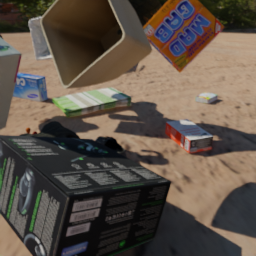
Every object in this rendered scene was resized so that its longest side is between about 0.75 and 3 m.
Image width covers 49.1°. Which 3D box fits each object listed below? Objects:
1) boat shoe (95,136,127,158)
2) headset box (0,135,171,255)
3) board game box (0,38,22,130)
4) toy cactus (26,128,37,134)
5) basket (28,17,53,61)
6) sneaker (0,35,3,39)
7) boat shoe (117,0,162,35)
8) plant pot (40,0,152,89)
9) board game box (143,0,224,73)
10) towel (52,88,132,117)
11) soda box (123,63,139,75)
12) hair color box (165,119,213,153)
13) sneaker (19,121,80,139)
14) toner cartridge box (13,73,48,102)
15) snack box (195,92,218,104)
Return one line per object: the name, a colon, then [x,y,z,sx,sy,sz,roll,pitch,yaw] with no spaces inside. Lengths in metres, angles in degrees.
boat shoe: [-0.514,0.527,7.986,0.597,0.565,1.707,-10,26,-22]
headset box: [-1.009,1.055,5.131,2.628,1.219,2.288,24,12,41]
board game box: [-3.927,-1.475,6.213,2.978,2.197,0.957,37,35,10]
toy cactus: [-3.321,0.390,8.343,1.419,0.726,1.171,-28,25,-32]
basket: [-2.434,-3.069,9.617,1.368,1.380,1.110,-3,13,19]
sneaker: [-5.183,-3.222,10.171,1.269,2.897,1.097,-31,-16,4]
boat shoe: [-0.272,-3.109,8.711,2.795,1.057,1.032,-34,1,-5]
plant pot: [-0.515,-1.866,5.796,1.707,1.705,1.511,-31,-17,32]
board game box: [1.597,-2.835,8.447,1.623,1.622,1.624,45,13,1]
towel: [-1.555,-1.123,12.070,2.914,0.447,2.174,-15,26,-25]
soda box: [-0.587,-2.279,10.088,2.019,0.689,0.640,-6,51,41]
hair color box: [1.874,0.224,8.804,0.822,0.474,1.483,-8,24,-18]
sneaker: [-2.227,0.577,7.553,1.132,0.947,2.494,20,33,18]
toner cartridge box: [-4.783,-1.928,12.921,2.277,1.081,0.491,12,27,26]
snack box: [3.541,-1.355,12.651,0.651,0.242,0.915,21,31,39]
